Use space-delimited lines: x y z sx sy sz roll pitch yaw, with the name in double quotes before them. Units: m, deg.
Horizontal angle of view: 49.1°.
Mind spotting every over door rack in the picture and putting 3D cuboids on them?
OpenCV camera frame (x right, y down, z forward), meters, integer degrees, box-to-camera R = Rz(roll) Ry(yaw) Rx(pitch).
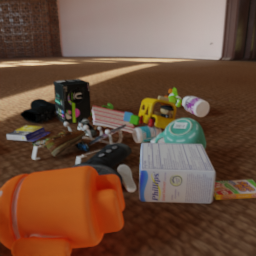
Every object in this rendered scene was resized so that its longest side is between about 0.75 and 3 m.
"over door rack" -1.841 0.486 10.797 2.199 0.991 2.976 10 22 27

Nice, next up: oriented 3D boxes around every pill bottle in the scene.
"pill bottle" 0.825 0.243 11.942 1.179 0.653 0.653 -9 22 -27
"pill bottle" 3.720 -1.255 15.706 0.933 0.933 1.662 -6 20 -17

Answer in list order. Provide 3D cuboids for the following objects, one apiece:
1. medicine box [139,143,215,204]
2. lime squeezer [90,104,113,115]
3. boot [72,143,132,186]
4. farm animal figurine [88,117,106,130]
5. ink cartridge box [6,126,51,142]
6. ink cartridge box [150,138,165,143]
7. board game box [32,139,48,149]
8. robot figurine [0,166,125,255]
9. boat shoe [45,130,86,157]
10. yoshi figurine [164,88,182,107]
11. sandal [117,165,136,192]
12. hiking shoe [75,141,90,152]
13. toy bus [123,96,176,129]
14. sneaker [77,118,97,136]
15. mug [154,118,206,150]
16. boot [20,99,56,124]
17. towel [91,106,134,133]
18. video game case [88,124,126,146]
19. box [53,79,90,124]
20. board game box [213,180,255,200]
"medicine box" 1.363 1.289 8.421 2.034 1.047 1.852 1 20 4
"lime squeezer" -1.420 -1.120 16.040 0.884 0.472 2.503 10 23 25
"boot" -0.502 1.195 9.353 1.821 0.725 2.209 13 19 27
"farm animal figurine" -1.454 -0.205 13.531 0.994 0.500 0.803 -7 35 -38
"ink cartridge box" -4.381 0.236 12.391 1.347 0.317 1.332 1 17 19
"ink cartridge box" 1.489 0.634 11.114 0.794 0.456 1.093 15 24 33
"board game box" -3.408 0.613 11.708 1.050 0.123 0.550 -14 22 -34
"robot figurine" -1.568 1.744 6.016 2.906 1.694 2.090 -8 61 6
"boat shoe" -2.404 0.382 11.014 0.734 0.693 2.040 -40 -2 27
"yoshi figurine" 2.714 -1.857 17.421 1.075 1.079 1.920 -18 24 -2
"sandal" -0.088 1.582 8.661 0.451 0.273 1.109 6 34 -22
"hiking shoe" -1.784 0.795 11.031 0.362 0.311 0.836 -29 26 -22
"toy bus" 1.422 -0.682 12.380 2.692 1.391 2.540 14 6 28
"sneaker" -1.910 -0.071 12.781 0.491 0.668 1.477 -14 24 -32
"mug" 1.813 0.385 9.764 1.663 1.028 1.366 -29 39 -3
"boot" -4.897 -0.883 14.911 2.202 0.815 1.804 14 24 26
"towel" -0.808 -0.396 13.682 1.957 0.400 2.675 12 18 -13
"video game case" -0.842 0.274 11.369 1.399 0.133 0.999 -25 -4 -39
"box" -2.877 -1.385 14.440 1.490 2.006 1.247 -13 24 -32
"board game box" 3.205 1.807 8.238 1.500 0.225 0.716 0 21 -3
